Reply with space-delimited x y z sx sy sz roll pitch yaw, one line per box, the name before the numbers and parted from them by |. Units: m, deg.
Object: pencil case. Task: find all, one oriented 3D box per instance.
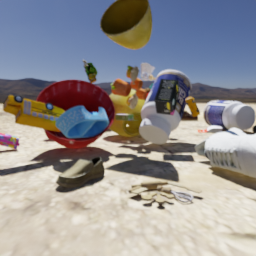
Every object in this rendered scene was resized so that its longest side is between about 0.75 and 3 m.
pencil case | -4.141 0.391 9.268 1.089 0.481 0.481 15 2 -20

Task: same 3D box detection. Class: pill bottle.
pill bottle | 5.054 -0.618 14.126 1.458 1.458 2.520 -2 8 -18
pill bottle | 1.385 -0.785 10.661 1.512 2.722 1.512 17 -32 11

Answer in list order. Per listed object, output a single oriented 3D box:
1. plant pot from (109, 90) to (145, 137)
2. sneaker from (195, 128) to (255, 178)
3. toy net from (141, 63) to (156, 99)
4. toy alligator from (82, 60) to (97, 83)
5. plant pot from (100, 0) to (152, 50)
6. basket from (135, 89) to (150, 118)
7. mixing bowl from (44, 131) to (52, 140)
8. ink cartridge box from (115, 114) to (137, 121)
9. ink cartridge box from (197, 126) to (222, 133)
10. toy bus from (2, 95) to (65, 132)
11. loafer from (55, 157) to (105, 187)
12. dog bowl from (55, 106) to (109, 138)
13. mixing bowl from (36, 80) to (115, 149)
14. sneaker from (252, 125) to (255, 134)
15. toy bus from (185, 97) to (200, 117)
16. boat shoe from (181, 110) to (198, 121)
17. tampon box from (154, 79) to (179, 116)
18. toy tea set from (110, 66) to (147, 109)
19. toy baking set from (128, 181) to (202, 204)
plant pot | 0.053 -0.441 11.872 2.075 2.075 1.473 -3 26 -19
sneaker | 2.540 0.667 6.707 1.153 1.094 2.864 -10 2 -2
toy net | 1.027 -1.881 12.418 1.071 2.042 0.394 -32 6 1
toy alligator | -1.275 -1.995 9.691 0.394 0.543 1.638 -24 -6 -7
plant pot | 0.121 -3.602 10.069 1.873 1.873 1.330 4 -24 31
basket | 0.429 -1.025 12.904 1.644 1.174 1.225 -11 -6 -12
mixing bowl | -3.062 0.247 11.508 0.780 0.422 0.780 0 8 0
ink cartridge box | -0.052 -0.391 10.478 0.764 0.226 0.396 3 6 32
ink cartridge box | 3.962 0.060 13.612 1.109 0.316 0.901 6 9 12
toy bus | -2.676 -0.387 8.066 1.681 0.658 0.547 13 -36 -36
loafer | -1.030 0.932 6.106 0.511 0.453 1.344 5 9 32
dog bowl | -1.286 -0.131 8.393 1.022 0.455 1.834 -45 -22 25
mixing bowl | -1.820 -0.252 9.619 2.579 2.579 1.397 -2 -35 -16
sneaker | 6.023 -0.188 12.436 0.721 1.080 1.885 4 6 13
toy bus | 2.300 -0.765 9.964 0.273 0.839 0.329 -17 37 25
boat shoe | 3.708 -0.864 18.947 2.067 0.727 0.728 2 7 5
tampon box | 1.321 -1.037 9.431 0.613 0.972 0.728 8 -31 19
toy tea set | 0.008 -1.450 10.454 0.761 1.223 2.056 22 -16 26
toy baking set | 0.670 1.214 5.268 1.292 0.150 0.992 -3 11 -21
